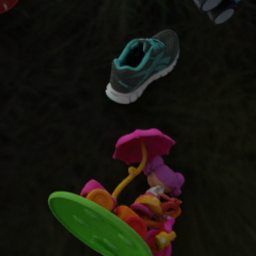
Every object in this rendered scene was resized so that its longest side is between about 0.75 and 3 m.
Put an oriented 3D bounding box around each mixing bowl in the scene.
[{"bbox_3d":[-4.594,-4.647,9.223,1.719,0.931,1.719,0,61,0],"label":"mixing bowl"}]

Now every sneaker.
[{"bbox_3d":[0.516,-1.873,7.345,1.094,1.287,2.821,31,63,17],"label":"sneaker"}]

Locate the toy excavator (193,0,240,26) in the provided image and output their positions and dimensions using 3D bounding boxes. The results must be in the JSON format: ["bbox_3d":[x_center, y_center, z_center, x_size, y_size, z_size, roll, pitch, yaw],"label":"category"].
[{"bbox_3d":[2.385,-3.956,5.872,2.909,2.828,1.453,-34,72,29],"label":"toy excavator"}]

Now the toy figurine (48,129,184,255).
[{"bbox_3d":[0.317,1.197,5.417,2.684,2.015,2.470,39,54,-3],"label":"toy figurine"}]
